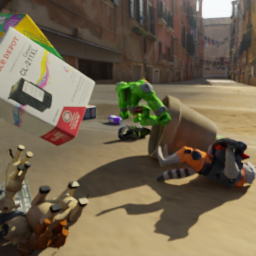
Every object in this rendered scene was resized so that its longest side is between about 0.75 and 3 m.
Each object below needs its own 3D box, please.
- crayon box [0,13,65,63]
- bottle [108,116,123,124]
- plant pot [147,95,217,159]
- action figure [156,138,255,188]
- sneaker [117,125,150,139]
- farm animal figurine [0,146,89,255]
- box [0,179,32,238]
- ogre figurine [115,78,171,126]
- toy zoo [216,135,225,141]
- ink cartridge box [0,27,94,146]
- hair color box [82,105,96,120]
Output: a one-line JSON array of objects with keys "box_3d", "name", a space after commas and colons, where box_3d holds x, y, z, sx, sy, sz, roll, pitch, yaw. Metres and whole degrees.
[{"box_3d": [-2.985, -2.148, 8.097, 2.619, 2.260, 0.764, 22, 67, 40], "name": "crayon box"}, {"box_3d": [-0.665, -0.441, 15.666, 0.464, 0.362, 1.110, -7, 14, -36], "name": "bottle"}, {"box_3d": [1.885, 0.170, 9.573, 1.895, 2.184, 2.184, 15, 12, -5], "name": "plant pot"}, {"box_3d": [2.209, 1.067, 7.843, 2.607, 1.410, 2.695, 10, -12, 14], "name": "action figure"}, {"box_3d": [0.286, 0.173, 12.302, 1.700, 0.603, 0.704, -4, 6, -32], "name": "sneaker"}, {"box_3d": [-2.000, 1.371, 5.042, 2.199, 1.106, 1.776, 33, 24, 0], "name": "farm animal figurine"}, {"box_3d": [-2.732, 1.672, 5.858, 1.360, 0.440, 1.725, -5, 14, -25], "name": "box"}, {"box_3d": [0.218, -0.551, 6.148, 0.777, 0.950, 1.584, -24, 23, -11], "name": "ogre figurine"}, {"box_3d": [3.805, 0.398, 12.489, 0.567, 0.088, 0.864, -9, 15, -33], "name": "toy zoo"}, {"box_3d": [-2.156, -0.860, 6.477, 2.312, 1.685, 0.957, 31, -32, -29], "name": "ink cartridge box"}, {"box_3d": [-3.240, -0.851, 16.631, 2.487, 0.753, 1.244, -11, 16, -41], "name": "hair color box"}]
